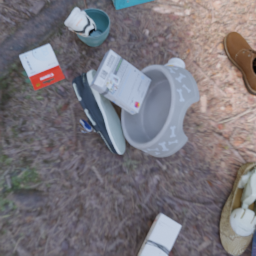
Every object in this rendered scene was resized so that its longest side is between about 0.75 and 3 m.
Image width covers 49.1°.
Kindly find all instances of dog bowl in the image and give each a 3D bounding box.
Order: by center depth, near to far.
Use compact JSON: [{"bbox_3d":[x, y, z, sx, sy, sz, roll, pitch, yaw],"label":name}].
[{"bbox_3d":[0.814,-0.588,8.690,0.858,2.927,2.927,11,63,-34],"label":"dog bowl"}]

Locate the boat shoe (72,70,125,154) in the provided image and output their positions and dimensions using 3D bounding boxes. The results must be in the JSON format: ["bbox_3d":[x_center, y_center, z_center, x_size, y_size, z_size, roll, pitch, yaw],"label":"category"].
[{"bbox_3d":[-0.934,-0.410,9.196,0.872,1.093,2.890,-18,95,20],"label":"boat shoe"}]

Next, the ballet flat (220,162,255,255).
[{"bbox_3d":[3.563,2.338,8.563,1.053,0.975,2.988,18,69,7],"label":"ballet flat"}]

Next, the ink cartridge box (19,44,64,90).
[{"bbox_3d":[-3.327,-2.361,10.813,1.260,0.372,1.575,-25,68,-10],"label":"ink cartridge box"}]

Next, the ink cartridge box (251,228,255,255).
[{"bbox_3d":[4.261,3.093,7.965,0.838,1.497,2.194,16,68,4],"label":"ink cartridge box"}]

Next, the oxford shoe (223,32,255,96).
[{"bbox_3d":[4.581,-2.680,10.613,1.030,1.030,2.889,-18,67,-6],"label":"oxford shoe"}]

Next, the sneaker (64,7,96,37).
[{"bbox_3d":[-1.365,-3.049,8.461,0.782,1.955,0.721,37,105,-12],"label":"sneaker"}]

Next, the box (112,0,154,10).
[{"bbox_3d":[0.641,-6.142,12.179,2.874,0.706,1.182,-18,69,-7],"label":"box"}]

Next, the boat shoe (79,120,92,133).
[{"bbox_3d":[-1.338,0.006,8.703,0.271,0.750,0.272,16,106,-30],"label":"boat shoe"}]

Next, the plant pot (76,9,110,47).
[{"bbox_3d":[-1.393,-3.846,11.113,1.411,0.945,1.411,0,68,1],"label":"plant pot"}]

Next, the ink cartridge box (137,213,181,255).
[{"bbox_3d":[0.785,3.398,7.998,0.706,1.204,1.644,29,71,11],"label":"ink cartridge box"}]

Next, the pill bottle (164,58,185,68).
[{"bbox_3d":[1.521,-1.703,10.144,0.928,0.928,1.779,19,58,8],"label":"pill bottle"}]

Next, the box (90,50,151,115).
[{"bbox_3d":[-0.186,-1.352,8.432,1.629,0.335,1.270,31,68,-24],"label":"box"}]
